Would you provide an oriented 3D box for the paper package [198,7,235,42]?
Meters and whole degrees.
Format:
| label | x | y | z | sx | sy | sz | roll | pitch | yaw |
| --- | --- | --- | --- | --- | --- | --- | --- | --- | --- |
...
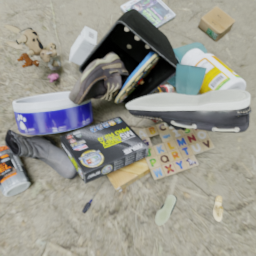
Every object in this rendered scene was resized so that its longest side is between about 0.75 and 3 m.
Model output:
| label | x | y | z | sx | sy | sz | roll | pitch | yaw |
| --- | --- | --- | --- | --- | --- | --- | --- | --- | --- |
| paper package | 3.599 | -4.249 | 11.459 | 1.025 | 0.557 | 1.076 | -40 | 74 | -14 |

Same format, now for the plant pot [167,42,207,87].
| label | x | y | z | sx | sy | sz | roll | pitch | yaw |
| --- | --- | --- | --- | --- | --- | --- | --- | --- | --- |
| plant pot | 2.115 | -2.434 | 10.384 | 1.402 | 1.432 | 1.432 | -27 | 71 | -19 |

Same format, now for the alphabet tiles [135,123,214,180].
| label | x | y | z | sx | sy | sz | roll | pitch | yaw |
| --- | --- | --- | --- | --- | --- | --- | --- | --- | --- |
| alphabet tiles | 1.502 | 0.514 | 8.810 | 2.142 | 0.081 | 1.791 | -18 | 58 | -6 |

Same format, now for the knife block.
| label | x | y | z | sx | sy | sz | roll | pitch | yaw |
| --- | --- | --- | --- | --- | --- | --- | --- | --- | --- |
| knife block | -0.416 | 0.818 | 9.277 | 2.586 | 0.827 | 2.270 | -30 | 73 | -7 |

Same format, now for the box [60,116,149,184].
| label | x | y | z | sx | sy | sz | roll | pitch | yaw |
| --- | --- | --- | --- | --- | --- | --- | --- | --- | --- |
| box | -0.710 | 0.553 | 8.248 | 2.075 | 0.459 | 1.662 | -20 | 45 | -25 |

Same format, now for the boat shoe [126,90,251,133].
| label | x | y | z | sx | sy | sz | roll | pitch | yaw |
| --- | --- | --- | --- | --- | --- | --- | --- | --- | --- |
| boat shoe | 1.293 | -0.327 | 6.436 | 2.822 | 0.851 | 1.042 | -1 | 26 | 23 |

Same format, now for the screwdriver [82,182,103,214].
| label | x | y | z | sx | sy | sz | roll | pitch | yaw |
| --- | --- | --- | --- | --- | --- | --- | --- | --- | --- |
| screwdriver | -1.117 | 2.261 | 9.115 | 0.171 | 0.164 | 1.174 | 46 | 70 | -25 |

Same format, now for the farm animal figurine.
| label | x | y | z | sx | sy | sz | roll | pitch | yaw |
| --- | --- | --- | --- | --- | --- | --- | --- | --- | --- |
| farm animal figurine | -2.912 | -2.550 | 9.858 | 0.912 | 1.813 | 1.464 | -18 | 72 | 24 |

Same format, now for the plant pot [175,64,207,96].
| label | x | y | z | sx | sy | sz | roll | pitch | yaw |
| --- | --- | --- | --- | --- | --- | --- | --- | --- | --- |
| plant pot | 1.637 | -1.257 | 7.531 | 0.578 | 0.578 | 0.818 | -1 | 107 | -29 |

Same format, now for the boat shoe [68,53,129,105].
| label | x | y | z | sx | sy | sz | roll | pitch | yaw |
| --- | --- | --- | --- | --- | --- | --- | --- | --- | --- |
| boat shoe | -0.698 | -1.419 | 8.437 | 1.068 | 1.085 | 2.912 | 39 | 39 | -3 |

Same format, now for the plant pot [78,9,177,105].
| label | x | y | z | sx | sy | sz | roll | pitch | yaw |
| --- | --- | --- | --- | --- | --- | --- | --- | --- | --- |
| plant pot | 0.120 | -2.550 | 9.518 | 2.376 | 2.371 | 2.108 | 33 | 44 | -21 |

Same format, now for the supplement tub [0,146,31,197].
| label | x | y | z | sx | sy | sz | roll | pitch | yaw |
| --- | --- | --- | --- | --- | --- | --- | --- | --- | --- |
| supplement tub | -3.852 | 1.376 | 9.063 | 0.900 | 0.900 | 1.470 | -30 | 71 | -11 |

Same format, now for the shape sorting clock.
| label | x | y | z | sx | sy | sz | roll | pitch | yaw |
| --- | --- | --- | --- | --- | --- | --- | --- | --- | --- |
| shape sorting clock | 0.312 | -1.572 | 9.051 | 0.413 | 2.104 | 2.104 | 38 | 73 | -2 |

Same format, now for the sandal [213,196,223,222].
| label | x | y | z | sx | sy | sz | roll | pitch | yaw |
| --- | --- | --- | --- | --- | --- | --- | --- | --- | --- |
| sandal | 2.897 | 2.559 | 8.936 | 0.298 | 0.268 | 0.814 | 9 | 69 | 3 |

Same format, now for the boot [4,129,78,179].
| label | x | y | z | sx | sy | sz | roll | pitch | yaw |
| --- | --- | --- | --- | --- | --- | --- | --- | --- | --- |
| boot | -2.694 | 0.840 | 8.527 | 2.391 | 1.574 | 0.834 | 24 | 95 | 37 |

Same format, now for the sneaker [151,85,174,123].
| label | x | y | z | sx | sy | sz | roll | pitch | yaw |
| --- | --- | --- | --- | --- | --- | --- | --- | --- | --- |
| sneaker | 1.008 | -0.694 | 8.360 | 0.547 | 1.332 | 0.518 | -23 | 59 | -41 |

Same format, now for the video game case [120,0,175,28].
| label | x | y | z | sx | sy | sz | roll | pitch | yaw |
| --- | --- | --- | --- | --- | --- | --- | --- | --- | --- |
| video game case | 0.833 | -4.933 | 11.913 | 1.626 | 0.209 | 1.788 | -34 | 72 | -12 |

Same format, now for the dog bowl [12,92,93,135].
| label | x | y | z | sx | sy | sz | roll | pitch | yaw |
| --- | --- | --- | --- | --- | --- | --- | --- | --- | --- |
| dog bowl | -2.354 | -0.545 | 8.969 | 2.400 | 2.400 | 0.945 | -6 | 104 | -2 |

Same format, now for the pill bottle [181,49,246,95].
| label | x | y | z | sx | sy | sz | roll | pitch | yaw |
| --- | --- | --- | --- | --- | --- | --- | --- | --- | --- |
| pill bottle | 2.480 | -1.552 | 8.507 | 1.088 | 1.088 | 1.960 | -27 | 54 | -10 |

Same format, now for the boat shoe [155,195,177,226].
| label | x | y | z | sx | sy | sz | roll | pitch | yaw |
| --- | --- | --- | --- | --- | --- | --- | --- | --- | --- |
| boat shoe | 0.957 | 2.028 | 6.921 | 0.315 | 0.280 | 0.843 | 26 | 97 | 31 |

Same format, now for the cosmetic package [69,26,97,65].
| label | x | y | z | sx | sy | sz | roll | pitch | yaw |
| --- | --- | --- | --- | --- | --- | --- | --- | --- | --- |
| cosmetic package | -1.582 | -2.844 | 9.807 | 0.492 | 1.212 | 0.684 | 20 | 52 | -30 |
